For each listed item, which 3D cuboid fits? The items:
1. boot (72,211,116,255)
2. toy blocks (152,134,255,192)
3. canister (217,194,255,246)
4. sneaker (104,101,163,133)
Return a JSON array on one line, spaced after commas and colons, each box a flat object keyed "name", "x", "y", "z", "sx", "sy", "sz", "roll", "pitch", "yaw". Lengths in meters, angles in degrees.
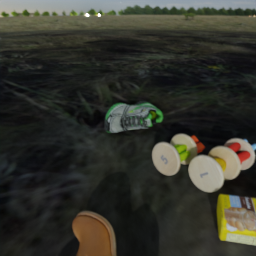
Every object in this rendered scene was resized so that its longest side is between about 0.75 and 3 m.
[{"name": "boot", "x": -0.795, "y": 2.270, "z": 4.362, "sx": 1.653, "sy": 0.787, "sz": 2.137, "roll": -24, "pitch": 30, "yaw": -32}, {"name": "toy blocks", "x": 2.207, "y": 0.671, "z": 7.638, "sx": 2.487, "sy": 0.903, "sz": 2.072, "roll": -17, "pitch": 25, "yaw": -42}, {"name": "canister", "x": 2.525, "y": 1.824, "z": 5.484, "sx": 1.436, "sy": 0.622, "sz": 1.067, "roll": 4, "pitch": 25, "yaw": 12}, {"name": "sneaker", "x": 0.225, "y": -0.381, "z": 9.850, "sx": 2.482, "sy": 0.968, "sz": 1.057, "roll": -20, "pitch": 31, "yaw": -37}]
